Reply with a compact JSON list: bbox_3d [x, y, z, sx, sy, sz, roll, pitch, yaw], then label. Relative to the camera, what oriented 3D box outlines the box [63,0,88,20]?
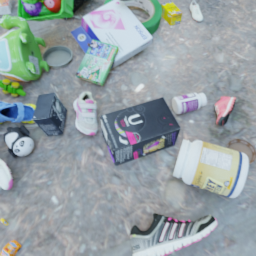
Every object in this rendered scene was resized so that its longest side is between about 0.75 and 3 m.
[{"bbox_3d":[-2.963,-7.342,14.820,1.337,1.853,2.497,35,60,-5],"label":"box"}]

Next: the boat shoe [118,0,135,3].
[{"bbox_3d":[0.671,-6.478,12.271,2.755,0.830,0.982,-25,94,11],"label":"boat shoe"}]

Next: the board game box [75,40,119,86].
[{"bbox_3d":[-1.341,-2.880,12.266,1.268,0.274,1.885,20,76,12],"label":"board game box"}]

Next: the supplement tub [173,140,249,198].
[{"bbox_3d":[2.695,1.303,9.338,2.137,1.543,1.543,16,57,11],"label":"supplement tub"}]

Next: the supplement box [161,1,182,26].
[{"bbox_3d":[2.271,-6.088,14.900,0.641,0.645,1.179,-22,59,-14],"label":"supplement box"}]

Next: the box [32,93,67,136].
[{"bbox_3d":[-2.962,-0.502,10.702,0.734,1.164,1.184,-8,56,14],"label":"box"}]

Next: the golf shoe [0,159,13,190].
[{"bbox_3d":[-4.802,1.293,9.394,2.261,0.852,1.035,45,36,14],"label":"golf shoe"}]

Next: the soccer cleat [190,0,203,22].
[{"bbox_3d":[3.657,-6.293,15.103,0.489,0.548,1.412,-10,57,-7],"label":"soccer cleat"}]

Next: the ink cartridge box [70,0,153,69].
[{"bbox_3d":[-0.822,-4.355,13.094,2.904,0.629,2.851,-34,75,-10],"label":"ink cartridge box"}]

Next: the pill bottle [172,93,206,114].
[{"bbox_3d":[2.499,-1.026,11.425,1.279,0.718,0.718,-14,57,-9],"label":"pill bottle"}]

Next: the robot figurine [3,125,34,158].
[{"bbox_3d":[-4.048,0.478,10.303,0.807,0.971,1.293,-31,56,-34],"label":"robot figurine"}]

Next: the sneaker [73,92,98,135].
[{"bbox_3d":[-1.619,-0.623,10.873,0.822,0.892,2.022,-1,51,-30],"label":"sneaker"}]

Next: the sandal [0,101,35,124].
[{"bbox_3d":[-4.755,-0.613,10.801,2.445,1.065,0.972,-4,90,0],"label":"sandal"}]

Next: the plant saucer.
[{"bbox_3d":[4.173,0.920,10.417,1.111,0.191,1.111,0,55,0],"label":"plant saucer"}]

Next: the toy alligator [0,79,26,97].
[{"bbox_3d":[-5.177,-1.822,11.871,1.920,0.569,0.521,19,34,-2],"label":"toy alligator"}]

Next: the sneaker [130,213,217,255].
[{"bbox_3d":[1.285,3.047,8.444,2.817,1.039,1.232,-20,64,-7],"label":"sneaker"}]

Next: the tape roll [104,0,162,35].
[{"bbox_3d":[0.227,-5.925,14.545,2.996,0.720,2.996,2,62,-4],"label":"tape roll"}]

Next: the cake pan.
[{"bbox_3d":[-3.330,-3.342,13.266,1.431,0.262,1.431,0,56,0],"label":"cake pan"}]

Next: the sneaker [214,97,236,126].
[{"bbox_3d":[3.795,-0.693,11.371,0.712,0.605,1.641,20,52,26],"label":"sneaker"}]

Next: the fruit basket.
[{"bbox_3d":[-3.742,-5.512,11.513,2.608,2.608,1.881,2,93,1],"label":"fruit basket"}]

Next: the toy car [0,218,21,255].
[{"bbox_3d":[-3.822,3.415,8.576,0.632,0.428,1.288,-34,63,-21],"label":"toy car"}]

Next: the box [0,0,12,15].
[{"bbox_3d":[-6.947,-6.633,15.366,0.928,0.493,0.706,-9,56,-6],"label":"box"}]

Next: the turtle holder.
[{"bbox_3d":[-4.756,-3.271,11.838,1.904,2.682,2.038,-7,33,11],"label":"turtle holder"}]

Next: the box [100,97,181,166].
[{"bbox_3d":[0.408,0.121,10.245,2.504,1.328,1.531,-18,60,-12],"label":"box"}]
